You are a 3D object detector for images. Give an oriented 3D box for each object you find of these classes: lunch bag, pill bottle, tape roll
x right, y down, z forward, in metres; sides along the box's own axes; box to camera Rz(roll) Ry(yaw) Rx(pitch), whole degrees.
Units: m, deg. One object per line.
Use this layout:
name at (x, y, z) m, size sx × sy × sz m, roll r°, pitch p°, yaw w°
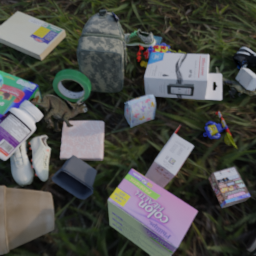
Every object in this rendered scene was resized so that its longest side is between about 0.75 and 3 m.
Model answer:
lunch bag at (0.443, -0.748, 10.656) m, size 1.068 × 1.259 × 0.801 m, roll -21°, pitch 63°, yaw -12°
pill bottle at (-3.760, 0.033, 9.189) m, size 1.067 × 1.067 × 1.916 m, roll 33°, pitch 70°, yaw 18°
lunch bag at (-0.972, -3.012, 11.274) m, size 1.821 × 2.613 × 2.192 m, roll 1°, pitch 60°, yaw 1°
tape roll at (-2.209, -1.640, 11.071) m, size 1.466 × 1.466 × 0.352 m, roll 7°, pitch 52°, yaw 4°

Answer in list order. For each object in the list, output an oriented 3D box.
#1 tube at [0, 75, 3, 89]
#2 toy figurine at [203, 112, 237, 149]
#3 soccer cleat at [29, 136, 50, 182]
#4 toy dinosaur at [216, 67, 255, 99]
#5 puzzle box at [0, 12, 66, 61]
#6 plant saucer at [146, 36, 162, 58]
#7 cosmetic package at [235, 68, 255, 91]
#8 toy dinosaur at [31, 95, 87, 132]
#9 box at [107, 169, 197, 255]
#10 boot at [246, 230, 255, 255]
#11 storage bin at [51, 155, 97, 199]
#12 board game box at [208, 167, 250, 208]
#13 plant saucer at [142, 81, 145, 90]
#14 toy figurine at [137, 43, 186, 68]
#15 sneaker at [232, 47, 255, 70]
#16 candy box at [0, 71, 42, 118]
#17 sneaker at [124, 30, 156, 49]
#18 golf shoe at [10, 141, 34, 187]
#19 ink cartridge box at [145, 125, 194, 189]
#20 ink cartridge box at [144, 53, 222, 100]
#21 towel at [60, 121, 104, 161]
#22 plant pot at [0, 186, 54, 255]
tube at (-4.295, -1.364, 8.936) m, size 0.883 × 0.575 × 2.282 m, roll -60°, pitch 31°, yaw 4°
toy figurine at (3.341, 0.236, 10.587) m, size 0.925 × 0.814 × 1.544 m, roll -25°, pitch 55°, yaw 18°
soccer cleat at (-3.052, 1.022, 9.933) m, size 0.697 × 0.623 × 1.798 m, roll -25°, pitch 57°, yaw 1°
toy dinosaur at (4.336, -1.774, 11.749) m, size 2.135 × 0.507 × 0.941 m, roll 40°, pitch 51°, yaw 20°
puzzle box at (-4.766, -4.462, 13.463) m, size 2.953 × 0.375 × 1.964 m, roll 26°, pitch 61°, yaw 15°
plant saucer at (1.187, -3.782, 13.197) m, size 0.510 × 0.138 × 1.457 m, roll 14°, pitch 60°, yaw 8°
cosmetic package at (4.961, -2.018, 11.610) m, size 0.414 × 0.576 × 1.022 m, roll 11°, pitch 31°, yaw -15°
toy dinosaur at (-2.685, -0.671, 10.289) m, size 0.986 × 2.561 × 1.310 m, roll -22°, pitch 66°, yaw 32°
box at (0.571, 2.584, 7.964) m, size 2.042 × 2.321 × 1.122 m, roll 31°, pitch 60°, yaw 18°
boot at (4.974, 3.394, 8.360) m, size 2.503 × 0.916 × 1.884 m, roll -32°, pitch 63°, yaw -25°
storage bin at (-1.723, 1.613, 9.320) m, size 1.320 × 0.961 × 0.887 m, roll 38°, pitch 39°, yaw -14°
board game box at (3.366, 1.991, 9.406) m, size 0.872 × 0.529 × 1.093 m, roll -13°, pitch 59°, yaw -8°
plant saucer at (1.133, -1.902, 12.010) m, size 1.022 × 0.187 × 1.022 m, roll -1°, pitch 58°, yaw 1°
toy figurine at (1.605, -3.419, 12.389) m, size 2.220 × 1.171 × 1.330 m, roll 12°, pitch 51°, yaw 14°
sneaker at (5.456, -2.773, 12.325) m, size 1.023 × 0.668 × 1.829 m, roll -42°, pitch 59°, yaw -19°
candy box at (-5.120, -0.710, 10.695) m, size 2.419 × 1.102 × 2.861 m, roll 21°, pitch 62°, yaw 8°
sneaker at (0.432, -4.294, 13.062) m, size 1.811 × 0.803 × 0.696 m, roll 13°, pitch 58°, yaw 17°
golf shoe at (-3.840, 1.081, 9.742) m, size 0.754 × 0.937 × 1.927 m, roll -20°, pitch 61°, yaw -13°
ink cartridge box at (1.386, 1.021, 9.192) m, size 0.766 × 1.827 × 1.604 m, roll 35°, pitch 65°, yaw 10°
ink cartridge box at (2.253, -2.078, 11.136) m, size 2.973 × 1.008 × 1.724 m, roll 5°, pitch 50°, yaw 12°
towel at (-1.697, 0.467, 10.472) m, size 1.577 × 0.266 × 1.651 m, roll 0°, pitch 58°, yaw -2°
plant pot at (-3.146, 2.619, 8.412) m, size 1.685 × 1.942 × 1.942 m, roll -5°, pitch 57°, yaw -22°
